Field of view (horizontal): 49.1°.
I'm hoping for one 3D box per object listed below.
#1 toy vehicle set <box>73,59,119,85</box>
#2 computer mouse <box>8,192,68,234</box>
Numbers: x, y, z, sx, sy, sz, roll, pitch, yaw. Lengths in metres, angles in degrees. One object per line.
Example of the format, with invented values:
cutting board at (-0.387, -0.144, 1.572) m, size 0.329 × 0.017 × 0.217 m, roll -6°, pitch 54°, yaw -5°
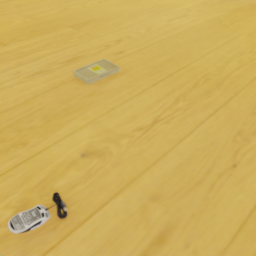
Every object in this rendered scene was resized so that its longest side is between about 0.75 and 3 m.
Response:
toy vehicle set at (-1.735, -3.153, 15.491) m, size 2.185 × 0.290 × 1.358 m, roll -30°, pitch 49°, yaw -31°
computer mouse at (-2.752, 2.689, 8.543) m, size 1.751 × 0.384 × 0.960 m, roll -20°, pitch 49°, yaw -31°
